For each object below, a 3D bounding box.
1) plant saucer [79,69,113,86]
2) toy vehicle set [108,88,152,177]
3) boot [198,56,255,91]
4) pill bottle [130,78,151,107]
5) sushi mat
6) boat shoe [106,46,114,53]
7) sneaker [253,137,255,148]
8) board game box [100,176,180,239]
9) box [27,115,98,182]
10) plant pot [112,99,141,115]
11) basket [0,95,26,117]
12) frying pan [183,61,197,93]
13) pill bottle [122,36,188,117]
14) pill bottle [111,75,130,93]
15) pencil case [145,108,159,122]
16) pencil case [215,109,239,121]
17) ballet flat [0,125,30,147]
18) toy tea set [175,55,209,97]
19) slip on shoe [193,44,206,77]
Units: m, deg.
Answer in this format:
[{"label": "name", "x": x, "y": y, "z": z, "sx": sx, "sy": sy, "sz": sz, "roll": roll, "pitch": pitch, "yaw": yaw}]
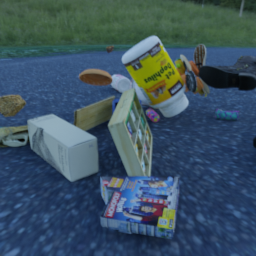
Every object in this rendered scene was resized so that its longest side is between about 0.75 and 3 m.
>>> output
[{"label": "plant saucer", "x": -1.121, "y": -1.777, "z": 9.813, "sx": 1.182, "sy": 0.221, "sz": 1.182, "roll": 4, "pitch": -12, "yaw": 1}, {"label": "toy vehicle set", "x": 0.167, "y": 0.127, "z": 7.390, "sx": 0.364, "sy": 1.707, "sz": 2.748, "roll": -17, "pitch": 20, "yaw": 13}, {"label": "boot", "x": 4.123, "y": -2.236, "z": 10.757, "sx": 2.370, "sy": 0.821, "sz": 2.064, "roll": 19, "pitch": 43, "yaw": 25}, {"label": "pill bottle", "x": 1.067, "y": -1.698, "z": 11.447, "sx": 1.720, "sy": 1.720, "sz": 2.969, "roll": -2, "pitch": 6, "yaw": -6}, {"label": "sushi mat", "x": -1.214, "y": -0.471, "z": 10.243, "sx": 0.134, "sy": 1.059, "sz": 2.213, "roll": 26, "pitch": 31, "yaw": 24}, {"label": "boat shoe", "x": -0.818, "y": -3.522, "z": 12.563, "sx": 0.268, "sy": 0.268, "sz": 0.762, "roll": -2, "pitch": 24, "yaw": 16}, {"label": "sneaker", "x": 4.398, "y": 0.791, "z": 7.084, "sx": 1.197, "sy": 1.069, "sz": 2.997, "roll": -7, "pitch": 15, "yaw": -10}, {"label": "board game box", "x": 0.119, "y": 1.531, "z": 5.699, "sx": 1.729, "sy": 0.534, "sz": 1.730, "roll": 4, "pitch": 21, "yaw": 13}, {"label": "box", "x": -1.888, "y": 0.460, "z": 7.846, "sx": 0.867, "sy": 1.042, "sz": 2.536, "roll": -17, "pitch": 26, "yaw": -36}, {"label": "plant pot", "x": -0.058, "y": -0.594, "z": 10.594, "sx": 1.074, "sy": 1.074, "sz": 0.966, "roll": -2, "pitch": 15, "yaw": -4}, {"label": "basket", "x": -3.508, "y": -0.778, "z": 8.242, "sx": 0.660, "sy": 0.689, "sz": 0.925, "roll": -45, "pitch": 6, "yaw": -1}, {"label": "frying pan", "x": 1.755, "y": -1.530, "z": 8.088, "sx": 0.176, "sy": 1.084, "sz": 0.656, "roll": -14, "pitch": -5, "yaw": -7}, {"label": "pill bottle", "x": 0.874, "y": -1.440, "z": 8.278, "sx": 1.221, "sy": 2.235, "sz": 1.221, "roll": -31, "pitch": 20, "yaw": 13}, {"label": "pill bottle", "x": -0.480, "y": -2.557, "z": 15.986, "sx": 0.856, "sy": 0.856, "sz": 1.510, "roll": -8, "pitch": 22, "yaw": -19}, {"label": "pencil case", "x": 0.979, "y": -0.526, "z": 11.335, "sx": 0.381, "sy": 0.381, "sz": 0.863, "roll": -5, "pitch": 23, "yaw": -13}, {"label": "pencil case", "x": 3.979, "y": -0.530, "z": 11.303, "sx": 0.877, "sy": 0.405, "sz": 0.373, "roll": 7, "pitch": 21, "yaw": 16}, {"label": "ballet flat", "x": -3.212, "y": 0.245, "z": 9.048, "sx": 2.078, "sy": 0.735, "sz": 0.735, "roll": -8, "pitch": 22, "yaw": -23}, {"label": "toy tea set", "x": 2.115, "y": -1.811, "z": 10.573, "sx": 0.994, "sy": 1.598, "sz": 2.687, "roll": -31, "pitch": -13, "yaw": 25}, {"label": "slip on shoe", "x": 2.963, "y": -2.747, "z": 11.501, "sx": 0.497, "sy": 1.308, "sz": 0.396, "roll": -1, "pitch": 14, "yaw": 21}]
